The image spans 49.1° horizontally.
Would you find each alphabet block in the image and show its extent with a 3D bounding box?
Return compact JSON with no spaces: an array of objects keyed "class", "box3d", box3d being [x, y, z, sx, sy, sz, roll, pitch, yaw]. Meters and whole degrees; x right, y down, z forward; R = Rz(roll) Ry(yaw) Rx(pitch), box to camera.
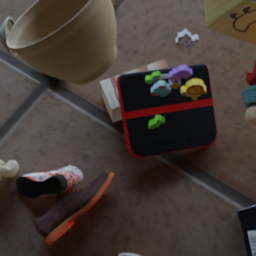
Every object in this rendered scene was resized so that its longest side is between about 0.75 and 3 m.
[{"class":"alphabet block","box3d":[2.952,-3.200,6.243,1.773,1.816,1.783,6,78,-27]}]

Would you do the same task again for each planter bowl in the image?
[{"class":"planter bowl","box3d":[-1.229,-2.006,6.319,2.388,1.607,2.388,-18,47,20]}]

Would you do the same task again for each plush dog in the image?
[{"class":"plush dog","box3d":[-3.807,1.154,7.500,1.093,1.021,1.272,21,67,34]}]

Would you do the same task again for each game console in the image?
[{"class":"game console","box3d":[1.137,-0.461,7.806,2.676,0.415,2.367,-10,91,-11]}]

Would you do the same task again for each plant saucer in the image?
[{"class":"plant saucer","box3d":[-2.714,-2.055,6.342,0.214,0.851,0.851,-1,67,-2]}]

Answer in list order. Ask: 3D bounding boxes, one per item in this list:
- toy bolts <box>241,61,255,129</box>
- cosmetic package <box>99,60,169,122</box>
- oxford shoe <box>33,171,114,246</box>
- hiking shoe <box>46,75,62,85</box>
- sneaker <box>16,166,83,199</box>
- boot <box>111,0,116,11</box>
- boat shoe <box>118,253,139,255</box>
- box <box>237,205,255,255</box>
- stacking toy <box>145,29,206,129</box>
[{"class":"toy bolts","box3d":[3.446,-0.601,5.728,2.060,1.967,1.429,10,77,13]},{"class":"cosmetic package","box3d":[0.301,-1.100,8.376,2.085,0.909,1.077,-22,70,-9]},{"class":"oxford shoe","box3d":[-1.353,1.830,7.109,2.338,0.832,0.848,-43,84,-16]},{"class":"hiking shoe","box3d":[-2.519,-1.917,8.979,1.198,0.446,0.519,34,70,13]},{"class":"sneaker","box3d":[-2.072,1.430,7.492,1.828,0.980,0.610,-11,92,32]},{"class":"boot","box3d":[-0.983,-4.596,10.186,1.031,0.341,0.903,-6,67,-1]},{"class":"boat shoe","box3d":[0.591,3.620,6.366,2.086,0.789,0.629,23,28,11]},{"class":"box","box3d":[4.254,2.743,6.446,2.689,1.439,1.996,-3,67,-1]},{"class":"stacking toy","box3d":[0.798,-0.897,5.502,0.405,1.725,1.300,14,60,-25]}]
